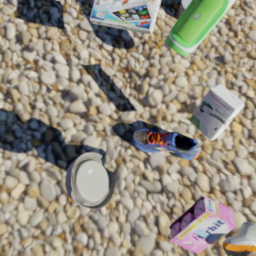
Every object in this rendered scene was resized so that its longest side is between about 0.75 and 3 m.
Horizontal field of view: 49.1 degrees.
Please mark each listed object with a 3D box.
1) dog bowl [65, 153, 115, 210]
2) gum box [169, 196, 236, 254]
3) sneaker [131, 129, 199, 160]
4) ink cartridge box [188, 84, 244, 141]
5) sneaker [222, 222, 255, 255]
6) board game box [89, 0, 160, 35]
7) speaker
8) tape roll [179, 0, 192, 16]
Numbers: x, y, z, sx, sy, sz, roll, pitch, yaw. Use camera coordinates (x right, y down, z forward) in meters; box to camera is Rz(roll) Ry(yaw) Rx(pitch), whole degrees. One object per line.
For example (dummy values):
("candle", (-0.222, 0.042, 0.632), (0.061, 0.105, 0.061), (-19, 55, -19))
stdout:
("dog bowl", (-1.081, 1.498, 7.865), (0.459, 1.565, 1.565), (-19, 62, 41))
("gum box", (1.722, 2.389, 6.772), (0.850, 1.497, 0.495), (28, 33, -11))
("sneaker", (1.450, 0.463, 10.612), (2.687, 1.054, 1.012), (9, 68, 3))
("ink cartridge box", (2.730, -0.483, 8.799), (0.603, 1.430, 1.045), (-25, 61, -40))
("sneaker", (2.801, 2.630, 6.735), (1.560, 0.591, 0.718), (7, 37, -26))
("board game box", (-0.095, -4.196, 9.765), (2.259, 0.391, 1.426), (15, 90, 11))
("speaker", (2.580, -3.962, 9.942), (1.236, 2.796, 1.236), (24, 38, -20))
("tape roll", (3.472, -5.678, 13.175), (2.009, 0.664, 2.009), (0, 69, -1))
